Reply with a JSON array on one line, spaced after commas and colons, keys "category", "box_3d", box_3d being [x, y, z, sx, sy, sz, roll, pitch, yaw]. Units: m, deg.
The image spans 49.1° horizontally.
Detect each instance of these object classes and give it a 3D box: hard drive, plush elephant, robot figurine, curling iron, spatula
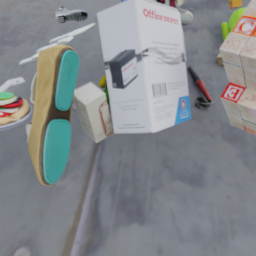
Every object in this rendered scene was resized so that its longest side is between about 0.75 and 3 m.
[{"category": "hard drive", "box_3d": [-3.344, -0.778, 7.199, 1.365, 0.182, 0.901, -37, 12, 9]}, {"category": "plush elephant", "box_3d": [1.244, -4.316, 9.039, 1.714, 1.611, 2.081, 14, 15, -14]}, {"category": "robot figurine", "box_3d": [5.310, -4.548, 12.739, 1.960, 1.292, 2.234, -10, 47, 21]}, {"category": "curling iron", "box_3d": [2.686, -1.660, 10.885, 0.621, 0.320, 2.505, -4, 49, -2]}, {"category": "spatula", "box_3d": [-2.353, -2.484, 8.475, 2.711, 0.218, 1.885, 8, 48, 51]}]

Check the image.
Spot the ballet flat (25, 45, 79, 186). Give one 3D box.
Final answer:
[{"category": "ballet flat", "box_3d": [-1.574, -0.268, 5.588, 0.862, 0.939, 2.736, 8, 87, 24]}]

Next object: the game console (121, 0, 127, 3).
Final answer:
[{"category": "game console", "box_3d": [0.135, -3.796, 8.917, 0.427, 2.748, 2.430, -17, 77, 4]}]

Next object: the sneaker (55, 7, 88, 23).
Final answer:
[{"category": "sneaker", "box_3d": [-2.265, -4.547, 11.008, 1.255, 0.471, 0.725, -13, 58, -17]}]

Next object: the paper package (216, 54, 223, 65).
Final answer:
[{"category": "paper package", "box_3d": [4.276, -3.022, 11.848, 0.781, 0.424, 0.820, 12, 48, 40]}]

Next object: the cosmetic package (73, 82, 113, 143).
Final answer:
[{"category": "cosmetic package", "box_3d": [-0.822, -0.343, 6.645, 0.557, 1.277, 0.660, -33, 52, -21]}]

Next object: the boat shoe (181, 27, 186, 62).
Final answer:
[{"category": "boat shoe", "box_3d": [1.318, -2.722, 8.784, 0.706, 1.990, 0.717, -29, 40, -3]}]

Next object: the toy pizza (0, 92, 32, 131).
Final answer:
[{"category": "toy pizza", "box_3d": [-3.090, -0.440, 5.309, 2.422, 0.384, 2.422, 6, 20, -2]}]

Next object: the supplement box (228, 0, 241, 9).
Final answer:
[{"category": "supplement box", "box_3d": [3.457, -4.411, 9.101, 0.337, 0.978, 0.326, -9, 12, -2]}]

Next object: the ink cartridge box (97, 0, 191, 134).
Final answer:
[{"category": "ink cartridge box", "box_3d": [0.480, -1.394, 6.764, 1.161, 2.774, 2.012, -2, 9, 38]}]

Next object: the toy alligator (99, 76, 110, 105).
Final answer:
[{"category": "toy alligator", "box_3d": [-0.449, -1.000, 7.543, 0.657, 2.215, 0.601, 25, 16, -30]}]

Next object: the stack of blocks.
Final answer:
[{"category": "stack of blocks", "box_3d": [2.953, -1.161, 6.440, 0.869, 2.968, 1.709, 29, 83, 35]}]
